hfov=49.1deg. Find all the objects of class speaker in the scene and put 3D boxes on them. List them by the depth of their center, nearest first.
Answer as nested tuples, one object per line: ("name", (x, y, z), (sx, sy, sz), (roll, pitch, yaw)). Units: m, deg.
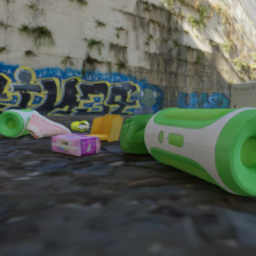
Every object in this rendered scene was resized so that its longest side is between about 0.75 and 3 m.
("speaker", (1.224, 0.242, 4.686), (1.237, 1.237, 2.798), (-1, 4, -18))
("speaker", (-4.547, -0.223, 11.978), (1.164, 1.164, 2.633), (0, 4, 0))

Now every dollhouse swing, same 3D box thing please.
("dollhouse swing", (-1.108, -0.027, 10.158), (1.144, 1.182, 1.301), (16, -6, -36))

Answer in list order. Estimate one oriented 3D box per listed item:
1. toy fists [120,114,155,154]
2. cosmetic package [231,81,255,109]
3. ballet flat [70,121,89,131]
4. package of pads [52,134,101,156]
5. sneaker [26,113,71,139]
("toy fists", (0.577, 0.104, 7.519), (1.443, 0.974, 2.832), (-10, 4, 9))
("cosmetic package", (4.120, -0.371, 8.163), (1.595, 1.917, 1.604), (-1, 4, -18))
("ballet flat", (-2.291, -0.068, 14.108), (0.520, 0.519, 1.552), (3, 3, 23))
("package of pads", (-1.366, 0.426, 7.277), (0.736, 0.462, 1.221), (-8, 8, -44))
("sneaker", (-3.116, 0.168, 10.841), (1.684, 0.880, 0.634), (28, -29, -11))
